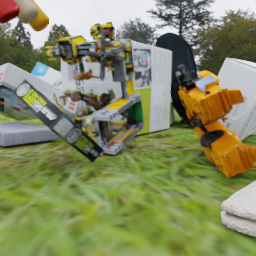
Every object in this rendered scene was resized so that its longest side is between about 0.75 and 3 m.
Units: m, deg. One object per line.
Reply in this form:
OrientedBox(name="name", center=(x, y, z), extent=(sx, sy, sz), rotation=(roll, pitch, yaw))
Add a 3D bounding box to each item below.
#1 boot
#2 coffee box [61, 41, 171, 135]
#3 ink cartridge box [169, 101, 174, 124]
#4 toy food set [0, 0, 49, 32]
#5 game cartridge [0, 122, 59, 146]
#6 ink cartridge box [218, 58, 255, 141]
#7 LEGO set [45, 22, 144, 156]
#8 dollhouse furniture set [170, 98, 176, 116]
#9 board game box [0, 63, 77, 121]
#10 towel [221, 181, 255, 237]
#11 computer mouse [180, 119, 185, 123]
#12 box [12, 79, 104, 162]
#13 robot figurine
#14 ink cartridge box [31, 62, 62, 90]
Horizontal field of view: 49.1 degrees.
OrientedBox(name="boot", center=(1.572, -1.507, 8.000), extent=(1.105, 2.893, 2.431), rotation=(-20, 5, 11))
OrientedBox(name="coffee box", center=(-0.247, -0.908, 6.784), extent=(1.951, 1.954, 1.932), rotation=(6, 9, 36))
OrientedBox(name="ink cartridge box", center=(0.788, -0.487, 8.493), extent=(1.130, 0.662, 1.563), rotation=(0, 8, 12))
OrientedBox(name="toy food set", center=(-2.221, -1.733, 4.252), extent=(2.045, 0.920, 0.976), rotation=(-43, 3, -31))
OrientedBox(name="game cartridge", center=(-2.292, 0.096, 5.639), extent=(1.114, 0.330, 1.718), rotation=(-1, 6, -45))
OrientedBox(name="ink cartridge box", center=(2.245, -0.564, 5.472), extent=(0.803, 1.394, 1.910), rotation=(31, 24, 28))
OrientedBox(name="LEGO set", center=(-0.643, -0.518, 4.492), extent=(1.651, 2.147, 1.244), rotation=(14, 29, 24))
OrientedBox(name="dollhouse furniture set", center=(1.284, -1.113, 9.859), extent=(1.665, 0.813, 1.420), rotation=(9, -22, -24))
OrientedBox(name="board game box", center=(-2.556, -0.669, 6.340), extent=(2.575, 0.446, 1.626), rotation=(-3, -21, 43))
OrientedBox(name="towel", center=(1.339, 0.634, 1.842), extent=(0.836, 0.217, 1.261), rotation=(-9, 12, -43))
OrientedBox(name="computer mouse", center=(2.143, -0.414, 9.233), extent=(0.634, 0.368, 2.161), rotation=(4, 9, 22))
OrientedBox(name="box", center=(-0.805, -0.055, 3.372), extent=(0.817, 0.226, 1.020), rotation=(37, -9, 31))
OrientedBox(name="robot figurine", center=(1.134, -0.194, 3.894), extent=(0.581, 1.446, 1.995), rotation=(-22, 14, 10))
OrientedBox(name="ink cartridge box", center=(-1.839, -0.916, 7.426), extent=(1.625, 0.941, 0.542), rotation=(25, -25, -10))
